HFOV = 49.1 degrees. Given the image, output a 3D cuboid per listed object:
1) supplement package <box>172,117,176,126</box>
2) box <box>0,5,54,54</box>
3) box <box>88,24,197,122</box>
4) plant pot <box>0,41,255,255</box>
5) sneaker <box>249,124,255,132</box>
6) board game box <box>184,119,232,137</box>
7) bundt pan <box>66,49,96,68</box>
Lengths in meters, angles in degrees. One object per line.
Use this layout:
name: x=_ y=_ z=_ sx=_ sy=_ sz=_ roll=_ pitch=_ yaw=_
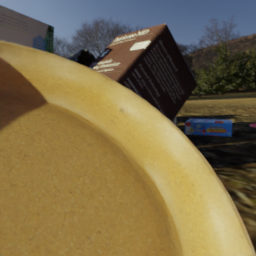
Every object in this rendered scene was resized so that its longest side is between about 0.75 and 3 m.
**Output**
supplement package: x=0.951 y=-0.174 z=7.904 sx=0.786 sy=0.789 sz=1.344 roll=3 pitch=7 yaw=12
box: x=-2.481 y=-1.040 z=6.308 sx=0.525 sy=2.889 sz=2.085 roll=8 pitch=9 yaw=19
box: x=0.107 y=-0.903 z=6.379 sx=1.731 sy=1.713 sz=2.086 roll=6 pitch=52 yaw=49
plant pot: x=-0.540 y=0.308 z=0.835 sx=1.975 sy=0.271 sz=1.975 roll=13 pitch=39 yaw=-11
sneaker: x=4.382 y=-0.149 z=8.459 sx=1.447 sy=0.628 sz=0.533 roll=0 pitch=6 yaw=4
board game box: x=2.462 y=-0.028 z=8.515 sx=1.298 sy=0.371 sz=1.326 roll=3 pitch=7 yaw=20
bundt pan: x=-1.346 y=-1.180 z=8.052 sx=0.762 sy=2.030 sz=2.030 roll=-7 pitch=4 yaw=18
